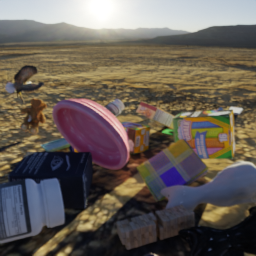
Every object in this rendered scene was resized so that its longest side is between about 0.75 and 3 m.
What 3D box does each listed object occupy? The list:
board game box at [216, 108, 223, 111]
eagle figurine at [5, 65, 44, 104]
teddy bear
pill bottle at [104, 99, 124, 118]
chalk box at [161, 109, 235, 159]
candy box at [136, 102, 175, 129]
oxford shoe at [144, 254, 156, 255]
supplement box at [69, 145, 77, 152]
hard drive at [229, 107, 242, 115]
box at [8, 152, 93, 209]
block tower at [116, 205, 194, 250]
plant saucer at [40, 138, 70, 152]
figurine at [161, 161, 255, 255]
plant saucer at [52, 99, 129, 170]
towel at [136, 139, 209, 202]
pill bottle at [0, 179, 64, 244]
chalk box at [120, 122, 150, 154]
[{"bbox_3d":[3.385,-0.442,11.405,0.887,0.192,0.883,-36,-8,1],"label":"board game box"},{"bbox_3d":[-5.011,-2.166,13.651,1.613,1.224,1.217,-30,34,31],"label":"eagle figurine"},{"bbox_3d":[-4.010,-0.473,11.852,1.095,1.510,0.504,-1,-12,-11],"label":"teddy bear"},{"bbox_3d":[-0.801,-0.729,12.881,0.723,0.723,1.242,21,54,42],"label":"pill bottle"},{"bbox_3d":[2.363,0.224,9.601,2.337,1.448,1.459,-3,9,25],"label":"chalk box"},{"bbox_3d":[1.445,-0.437,11.810,1.955,0.541,1.128,21,5,-37],"label":"candy box"},{"bbox_3d":[0.715,2.685,4.540,2.844,1.037,1.014,0,22,0],"label":"oxford shoe"},{"bbox_3d":[-1.621,0.748,9.930,0.820,0.449,0.446,-11,-10,-26],"label":"supplement box"},{"bbox_3d":[5.567,-0.884,14.618,0.594,0.120,0.901,13,25,29],"label":"hard drive"},{"bbox_3d":[-2.027,1.396,7.731,1.948,1.016,1.442,1,21,1],"label":"box"},{"bbox_3d":[0.626,2.212,6.321,1.717,0.464,0.496,-9,16,-15],"label":"block tower"},{"bbox_3d":[-2.362,0.552,10.816,1.888,0.179,0.660,-19,28,-36],"label":"plant saucer"},{"bbox_3d":[2.164,1.890,6.466,2.516,1.110,2.579,-13,22,-4],"label":"figurine"},{"bbox_3d":[-1.010,0.126,8.182,2.616,2.616,0.663,16,53,35],"label":"plant saucer"},{"bbox_3d":[1.219,1.138,7.842,1.706,0.194,1.225,-30,64,-5],"label":"towel"},{"bbox_3d":[-2.601,1.823,6.110,2.206,1.256,1.256,-8,23,-21],"label":"pill bottle"},{"bbox_3d":[-0.059,0.299,10.329,1.475,0.921,0.914,15,16,38],"label":"chalk box"}]
